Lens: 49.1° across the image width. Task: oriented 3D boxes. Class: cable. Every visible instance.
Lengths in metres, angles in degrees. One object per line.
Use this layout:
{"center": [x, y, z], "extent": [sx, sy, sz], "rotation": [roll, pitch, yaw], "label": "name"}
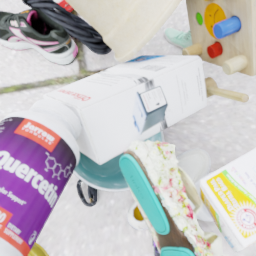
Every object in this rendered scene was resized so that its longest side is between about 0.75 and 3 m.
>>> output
{"center": [-1.563, -2.880, 7.556], "extent": [2.666, 2.175, 0.677], "rotation": [36, 98, 5], "label": "cable"}

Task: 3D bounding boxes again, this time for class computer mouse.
{"center": [-1.000, 0.905, 6.835], "extent": [0.582, 0.338, 1.985], "rotation": [1, 71, -14], "label": "computer mouse"}

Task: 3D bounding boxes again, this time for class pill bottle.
{"center": [-1.285, 0.560, 3.282], "extent": [1.091, 1.091, 1.940], "rotation": [17, 50, 7], "label": "pill bottle"}

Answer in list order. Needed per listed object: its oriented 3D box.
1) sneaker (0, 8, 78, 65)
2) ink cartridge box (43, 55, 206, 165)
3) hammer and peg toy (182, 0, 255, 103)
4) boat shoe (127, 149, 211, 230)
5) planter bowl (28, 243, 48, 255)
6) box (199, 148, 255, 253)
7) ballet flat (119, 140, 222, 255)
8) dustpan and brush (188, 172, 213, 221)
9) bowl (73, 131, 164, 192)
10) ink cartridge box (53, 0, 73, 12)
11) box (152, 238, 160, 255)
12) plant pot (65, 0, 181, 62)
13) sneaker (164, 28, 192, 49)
{"center": [-2.804, -2.916, 7.972], "extent": [2.893, 1.249, 1.162], "rotation": [18, 66, 8], "label": "sneaker"}
{"center": [-0.058, -0.510, 5.064], "extent": [2.349, 1.008, 1.720], "rotation": [-29, 27, -24], "label": "ink cartridge box"}
{"center": [1.584, -1.456, 4.668], "extent": [0.792, 2.245, 1.652], "rotation": [-25, 31, -12], "label": "hammer and peg toy"}
{"center": [0.981, 1.289, 6.305], "extent": [2.500, 0.873, 0.886], "rotation": [-36, 71, -15], "label": "boat shoe"}
{"center": [-2.439, 3.122, 5.579], "extent": [1.761, 0.733, 1.761], "rotation": [0, 66, -1], "label": "planter bowl"}
{"center": [2.141, 0.864, 4.126], "extent": [1.972, 1.109, 0.999], "rotation": [-29, 60, -2], "label": "box"}
{"center": [0.799, 1.419, 3.927], "extent": [0.905, 1.070, 2.830], "rotation": [-18, 81, -30], "label": "ballet flat"}
{"center": [1.567, 1.699, 6.227], "extent": [1.605, 0.459, 1.120], "rotation": [-17, 93, -25], "label": "dustpan and brush"}
{"center": [-0.461, 0.351, 6.369], "extent": [2.273, 1.189, 2.273], "rotation": [5, 72, -17], "label": "bowl"}
{"center": [-2.224, -4.024, 8.874], "extent": [1.447, 0.487, 0.841], "rotation": [40, 72, 16], "label": "ink cartridge box"}
{"center": [1.038, 2.517, 5.950], "extent": [0.996, 0.528, 0.609], "rotation": [-1, 66, 0], "label": "box"}
{"center": [-0.401, -3.056, 5.073], "extent": [2.516, 2.748, 2.748], "rotation": [31, 66, -20], "label": "plant pot"}
{"center": [1.639, -2.709, 8.135], "extent": [1.320, 0.779, 0.486], "rotation": [38, 73, 17], "label": "sneaker"}
